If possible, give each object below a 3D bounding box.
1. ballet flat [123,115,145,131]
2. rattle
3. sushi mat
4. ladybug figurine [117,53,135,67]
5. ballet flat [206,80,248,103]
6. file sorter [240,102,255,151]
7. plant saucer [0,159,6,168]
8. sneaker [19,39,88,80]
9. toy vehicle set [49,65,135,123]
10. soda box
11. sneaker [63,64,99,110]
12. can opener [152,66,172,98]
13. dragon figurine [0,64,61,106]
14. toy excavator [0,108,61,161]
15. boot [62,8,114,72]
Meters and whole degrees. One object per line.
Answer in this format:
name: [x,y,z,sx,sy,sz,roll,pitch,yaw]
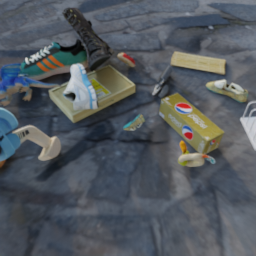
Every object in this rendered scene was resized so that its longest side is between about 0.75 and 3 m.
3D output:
ballet flat: [0.181,-0.087,8.426,0.308,0.870,0.308,23,49,-30]
rattle: [1.840,0.640,7.473,0.687,1.055,0.754,33,58,-12]
sushi mat: [2.800,-2.611,11.214,2.139,0.129,1.023,13,48,12]
ladybug figurine: [-0.049,-2.667,10.935,0.784,0.532,0.282,30,92,-9]
ballet flat: [3.480,-1.392,9.830,1.497,0.529,0.529,30,54,25]
file sorter: [4.119,-0.084,8.391,0.901,0.808,1.298,-3,47,-3]
plant saucer: [-4.323,0.669,7.816,1.836,0.296,1.836,0,58,-1]
sneaker: [-2.952,-2.589,10.384,2.851,1.139,1.018,-17,38,-14]
toy vehicle set: [-1.237,-1.277,9.816,2.567,0.340,1.595,-29,53,-25]
soda box: [1.854,-0.157,8.505,0.704,0.666,2.080,-23,51,-25]
sneaker: [-1.712,-1.347,9.114,0.931,0.805,2.148,-16,47,-15]
can opener: [1.326,-1.642,10.225,0.517,0.412,1.546,40,51,-9]
dragon figurine: [-3.797,-1.620,9.431,2.782,0.819,1.383,-16,68,-1]
toy excavator: [-2.970,0.216,6.951,1.174,2.286,2.351,-19,17,37]
boot: [-1.586,-3.305,10.179,0.900,2.262,2.599,-35,17,17]
